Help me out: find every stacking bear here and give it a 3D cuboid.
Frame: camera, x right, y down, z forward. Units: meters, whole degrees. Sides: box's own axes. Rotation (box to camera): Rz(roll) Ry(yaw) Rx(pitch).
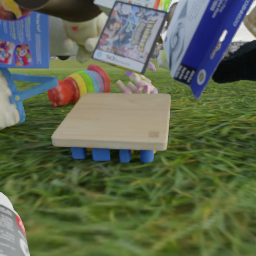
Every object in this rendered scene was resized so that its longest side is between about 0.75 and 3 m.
[{"bbox_3d":[-2.315,-1.768,12.607,2.773,1.684,1.577,-23,29,-38],"label":"stacking bear"}]

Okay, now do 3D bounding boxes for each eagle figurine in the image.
[{"bbox_3d":[1.879,-4.296,11.322,1.029,1.363,1.034,-38,62,-19],"label":"eagle figurine"}]

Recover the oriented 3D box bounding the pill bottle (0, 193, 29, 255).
[{"bbox_3d":[-1.294,1.148,2.330,0.892,0.892,1.567,-7,16,-24],"label":"pill bottle"}]

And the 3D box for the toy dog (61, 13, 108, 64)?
[{"bbox_3d":[-0.986,-2.720,7.128,1.377,1.914,1.974,16,-6,20],"label":"toy dog"}]

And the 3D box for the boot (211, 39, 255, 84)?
[{"bbox_3d":[3.745,-1.977,7.786,2.056,0.929,2.509,-31,18,-31],"label":"boot"}]

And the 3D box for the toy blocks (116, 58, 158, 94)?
[{"bbox_3d":[0.868,-2.174,13.635,1.752,2.082,1.945,48,20,10],"label":"toy blocks"}]

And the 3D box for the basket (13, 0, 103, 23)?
[{"bbox_3d":[-1.258,-2.463,4.858,1.480,1.116,1.642,8,19,13],"label":"basket"}]

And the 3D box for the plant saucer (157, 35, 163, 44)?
[{"bbox_3d":[0.790,-3.957,10.727,0.327,1.848,1.848,-29,11,10],"label":"plant saucer"}]

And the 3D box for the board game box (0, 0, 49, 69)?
[{"bbox_3d":[-2.563,-2.513,6.069,1.611,2.396,0.536,-4,34,-20],"label":"board game box"}]

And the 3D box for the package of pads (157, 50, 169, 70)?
[{"bbox_3d":[2.002,-2.835,10.663,1.253,1.621,0.553,13,53,-23],"label":"package of pads"}]

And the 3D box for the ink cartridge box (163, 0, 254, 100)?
[{"bbox_3d":[1.764,-2.637,7.082,0.575,2.824,2.830,9,42,-14],"label":"ink cartridge box"}]

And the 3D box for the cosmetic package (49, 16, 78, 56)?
[{"bbox_3d":[-2.753,-3.470,8.313,2.882,1.777,2.891,32,27,21],"label":"cosmetic package"}]

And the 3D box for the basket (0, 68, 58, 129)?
[{"bbox_3d":[-3.972,-1.087,8.598,2.577,2.033,2.923,8,26,32],"label":"basket"}]

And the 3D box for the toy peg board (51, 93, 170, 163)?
[{"bbox_3d":[-0.195,0.137,6.467,2.254,1.103,2.245,1,30,10],"label":"toy peg board"}]

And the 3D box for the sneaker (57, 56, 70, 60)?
[{"bbox_3d":[-1.783,-3.413,9.914,0.880,2.345,1.354,22,9,-39],"label":"sneaker"}]

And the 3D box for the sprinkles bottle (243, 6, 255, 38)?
[{"bbox_3d":[3.400,-2.811,5.303,0.862,2.526,0.862,20,46,-22],"label":"sprinkles bottle"}]

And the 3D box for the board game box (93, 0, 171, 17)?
[{"bbox_3d":[0.336,-2.683,4.638,0.993,1.894,0.976,24,9,13],"label":"board game box"}]

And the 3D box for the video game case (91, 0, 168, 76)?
[{"bbox_3d":[0.009,-1.237,3.799,0.804,0.889,0.113,22,-2,21],"label":"video game case"}]
